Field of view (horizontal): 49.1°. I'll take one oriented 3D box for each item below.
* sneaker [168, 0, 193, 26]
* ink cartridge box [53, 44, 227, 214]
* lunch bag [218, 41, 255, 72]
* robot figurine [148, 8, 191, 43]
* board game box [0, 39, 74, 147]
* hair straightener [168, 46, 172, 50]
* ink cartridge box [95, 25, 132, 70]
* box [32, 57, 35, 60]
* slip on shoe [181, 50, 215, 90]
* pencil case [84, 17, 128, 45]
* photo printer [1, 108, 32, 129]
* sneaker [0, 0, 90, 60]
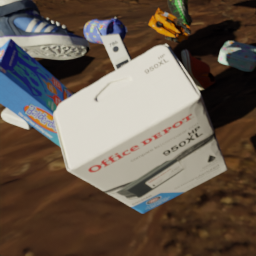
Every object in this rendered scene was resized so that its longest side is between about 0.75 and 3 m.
[{"bbox_3d":[1.858,-4.528,9.626,0.936,2.197,0.857,-30,40,3],"label":"sneaker"},{"bbox_3d":[0.388,0.280,4.777,1.982,2.741,1.154,-30,54,9],"label":"ink cartridge box"},{"bbox_3d":[4.620,-2.995,11.731,1.600,0.617,1.283,23,53,22],"label":"lunch bag"},{"bbox_3d":[1.099,-2.576,7.151,1.062,0.770,0.309,25,74,-13],"label":"robot figurine"},{"bbox_3d":[-1.974,-0.686,6.567,0.588,2.614,1.988,-38,35,11],"label":"board game box"},{"bbox_3d":[1.123,-2.672,11.150,0.518,0.975,2.534,29,51,13],"label":"hair straightener"},{"bbox_3d":[-0.011,-1.175,5.923,0.410,1.040,2.091,-26,79,8],"label":"ink cartridge box"},{"bbox_3d":[-4.473,-2.210,10.809,1.378,0.849,1.366,17,47,16],"label":"box"},{"bbox_3d":[1.813,-1.522,7.235,0.533,1.742,0.645,-22,62,25],"label":"slip on shoe"},{"bbox_3d":[-0.655,-2.618,7.593,0.615,0.685,1.577,7,12,-33],"label":"pencil case"},{"bbox_3d":[-3.421,-0.638,9.520,1.114,0.465,1.338,18,49,17],"label":"photo printer"},{"bbox_3d":[-2.754,-3.371,8.866,2.918,1.176,2.137,-4,78,-15],"label":"sneaker"}]
